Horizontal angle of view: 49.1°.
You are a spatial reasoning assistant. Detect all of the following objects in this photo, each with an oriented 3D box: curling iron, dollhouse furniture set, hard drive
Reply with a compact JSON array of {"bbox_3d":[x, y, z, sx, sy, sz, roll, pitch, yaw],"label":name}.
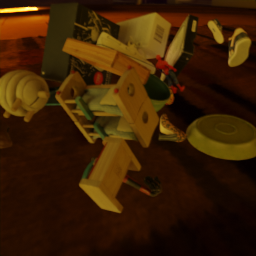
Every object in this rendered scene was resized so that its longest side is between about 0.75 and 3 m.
[{"bbox_3d":[-0.066,1.226,7.307,2.052,0.262,0.509,19,51,18],"label":"curling iron"},{"bbox_3d":[-0.771,0.152,6.331,1.831,1.820,2.598,2,51,32],"label":"dollhouse furniture set"},{"bbox_3d":[1.887,-2.823,10.680,0.463,2.446,1.709,16,69,-6],"label":"hard drive"}]

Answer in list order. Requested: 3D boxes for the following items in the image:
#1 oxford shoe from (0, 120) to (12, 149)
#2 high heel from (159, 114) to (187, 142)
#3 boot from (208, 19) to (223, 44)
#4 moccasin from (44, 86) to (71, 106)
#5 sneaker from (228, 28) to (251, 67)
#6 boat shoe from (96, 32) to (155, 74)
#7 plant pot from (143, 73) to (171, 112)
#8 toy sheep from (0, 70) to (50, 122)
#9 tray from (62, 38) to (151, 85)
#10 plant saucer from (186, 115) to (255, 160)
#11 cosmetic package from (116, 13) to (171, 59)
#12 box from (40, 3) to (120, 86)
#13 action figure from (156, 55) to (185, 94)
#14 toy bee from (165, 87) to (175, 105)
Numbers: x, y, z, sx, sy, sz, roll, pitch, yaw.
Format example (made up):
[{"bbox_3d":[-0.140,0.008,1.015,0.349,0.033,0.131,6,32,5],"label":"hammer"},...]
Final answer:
[{"bbox_3d":[-3.411,0.008,7.171,0.594,0.583,1.637,7,32,-41],"label":"oxford shoe"},{"bbox_3d":[1.832,-0.029,11.315,1.102,0.552,1.546,2,44,9],"label":"high heel"},{"bbox_3d":[3.204,-3.449,9.920,0.394,0.872,0.317,-32,5,-24],"label":"boot"},{"bbox_3d":[-4.308,-1.708,13.658,2.990,1.019,1.203,-6,32,-9],"label":"moccasin"},{"bbox_3d":[3.895,-2.838,9.922,0.653,1.666,0.661,-13,70,3],"label":"sneaker"},{"bbox_3d":[0.037,-2.935,10.648,2.595,1.106,0.959,18,-2,-25],"label":"boat shoe"},{"bbox_3d":[0.431,-1.032,9.523,1.717,1.150,1.717,17,39,-14],"label":"plant pot"},{"bbox_3d":[-3.406,-1.086,9.063,2.397,1.652,1.652,12,33,29],"label":"toy sheep"},{"bbox_3d":[-0.689,-1.975,8.080,1.306,0.490,2.649,18,8,-44],"label":"tray"},{"bbox_3d":[3.828,0.187,11.091,2.980,0.463,2.980,-1,31,0],"label":"plant saucer"},{"bbox_3d":[0.303,-3.777,12.047,1.032,1.469,2.897,18,-5,-42],"label":"cosmetic package"},{"bbox_3d":[-1.769,-2.945,10.756,1.422,2.731,2.487,14,7,34],"label":"box"},{"bbox_3d":[1.360,-1.846,9.447,0.501,1.532,0.396,-7,47,42],"label":"action figure"},{"bbox_3d":[1.547,-1.307,10.722,0.617,0.743,1.135,-4,-17,30],"label":"toy bee"}]
